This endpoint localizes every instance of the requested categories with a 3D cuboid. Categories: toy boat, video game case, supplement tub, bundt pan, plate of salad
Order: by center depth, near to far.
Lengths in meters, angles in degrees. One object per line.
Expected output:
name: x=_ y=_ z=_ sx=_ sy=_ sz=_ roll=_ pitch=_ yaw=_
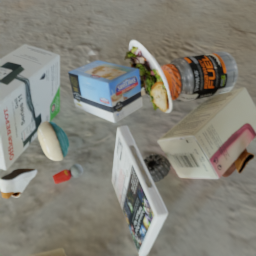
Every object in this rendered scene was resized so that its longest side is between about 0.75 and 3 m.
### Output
video game case: x=0.117 y=1.357 z=5.801 sx=0.252 sy=2.159 sz=1.962 roll=-12 pitch=52 yaw=-17
bundt pan: x=0.644 y=0.974 z=7.140 sx=0.836 sy=0.314 sz=0.836 roll=-22 pitch=34 yaw=15
toy boat: x=-1.737 y=0.598 z=7.189 sx=0.787 sy=1.693 sz=1.423 roll=-21 pitch=19 yaw=-20
plate of salad: x=0.480 y=-1.270 z=7.397 sx=0.507 sy=2.113 sz=2.113 roll=-30 pitch=54 yaw=-7
supplement tub: x=1.923 y=-1.420 z=7.877 sx=2.005 sy=1.229 sz=1.229 roll=-14 pitch=50 yaw=-20

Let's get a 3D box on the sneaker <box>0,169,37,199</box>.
sneaker: x=-1.793 y=0.897 z=4.564 sx=0.323 sy=0.375 sz=0.886 roll=5 pitch=7 yaw=11

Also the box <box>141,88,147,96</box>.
box: x=0.194 y=-1.386 z=9.530 sx=1.218 sy=0.474 sz=0.579 roll=-13 pitch=39 yaw=-6

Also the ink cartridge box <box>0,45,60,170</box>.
ink cartridge box: x=-2.954 y=-0.622 z=7.330 sx=1.175 sy=2.074 sz=2.829 roll=18 pitch=40 yaw=7

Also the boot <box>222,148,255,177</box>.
boot: x=2.729 y=0.966 z=7.011 sx=0.361 sy=0.992 sz=1.054 roll=38 pitch=13 yaw=1

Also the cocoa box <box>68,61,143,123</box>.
cocoa box: x=-0.575 y=-0.974 z=7.034 sx=1.575 sy=1.034 sz=1.050 roll=22 pitch=42 yaw=40

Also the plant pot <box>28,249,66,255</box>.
plant pot: x=-1.763 y=2.984 z=5.344 sx=1.291 sy=1.410 sz=1.410 roll=-11 pitch=49 yaw=-25

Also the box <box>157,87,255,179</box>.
box: x=2.187 y=0.154 z=7.358 sx=2.305 sy=1.474 sz=1.256 roll=-37 pitch=100 yaw=-28
